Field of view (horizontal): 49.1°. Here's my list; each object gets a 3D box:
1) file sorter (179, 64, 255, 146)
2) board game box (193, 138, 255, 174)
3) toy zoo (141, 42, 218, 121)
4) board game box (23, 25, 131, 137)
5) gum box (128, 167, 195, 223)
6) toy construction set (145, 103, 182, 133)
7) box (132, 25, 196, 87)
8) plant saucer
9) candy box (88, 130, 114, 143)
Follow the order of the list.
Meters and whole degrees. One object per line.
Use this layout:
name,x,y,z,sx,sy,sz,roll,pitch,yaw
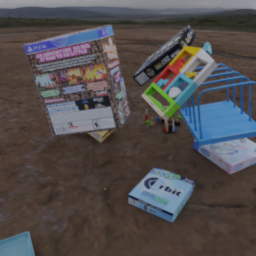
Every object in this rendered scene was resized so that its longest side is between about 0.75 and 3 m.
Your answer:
file sorter,2.594,-0.827,8.357,1.763,1.558,2.540,-10,24,2
board game box,3.833,0.817,10.592,1.940,0.421,1.931,-14,31,-25
toy zoo,1.315,-1.274,7.026,0.212,2.075,1.361,35,11,-34
board game box,-1.436,-1.413,8.666,2.323,2.914,1.411,-6,21,16
gum box,1.052,1.941,8.485,1.434,0.376,1.688,16,31,28
toy construction set,1.535,-0.624,12.469,1.645,1.264,1.372,6,28,13
box,1.251,-2.485,9.711,2.114,0.519,1.704,-32,20,40
plant saucer,-2.359,3.319,6.006,0.881,0.239,2.521,-13,31,-23
candy box,-1.492,-0.306,11.785,1.815,0.502,1.048,36,50,13
